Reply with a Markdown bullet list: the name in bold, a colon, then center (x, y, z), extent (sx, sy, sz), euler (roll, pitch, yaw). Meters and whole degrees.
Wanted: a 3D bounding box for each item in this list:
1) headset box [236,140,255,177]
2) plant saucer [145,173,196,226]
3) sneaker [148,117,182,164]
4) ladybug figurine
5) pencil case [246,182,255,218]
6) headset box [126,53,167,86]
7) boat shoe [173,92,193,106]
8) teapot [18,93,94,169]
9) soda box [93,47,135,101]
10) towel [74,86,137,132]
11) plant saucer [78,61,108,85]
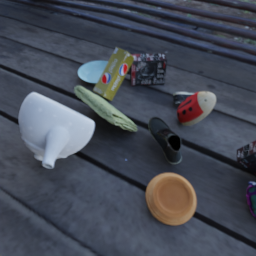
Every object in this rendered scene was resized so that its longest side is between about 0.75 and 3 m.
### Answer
- **headset box**: center (3.970, 0.788, 8.009), extent (0.984, 1.322, 0.511), euler (38, 45, -16)
- **plant saucer**: center (1.178, 1.862, 7.511), extent (1.413, 0.264, 1.413), euler (5, 61, -9)
- **sneaker**: center (1.191, 0.179, 8.716), extent (0.665, 0.944, 1.777), euler (-24, 61, -10)
- **ladybug figurine**: center (2.260, -0.699, 9.712), extent (0.600, 1.668, 1.132), euler (30, 48, -21)
- **pencil case**: center (4.375, 1.580, 7.572), extent (2.456, 1.045, 1.135), euler (-18, 14, -19)
- **headset box**: center (0.748, -2.442, 11.818), extent (1.629, 1.212, 0.629), euler (-3, 42, -2)
- **boat shoe**: center (2.519, -1.078, 10.969), extent (1.552, 0.557, 0.525), euler (1, 80, -8)
- **teapot**: center (-2.259, 0.137, 8.241), extent (2.325, 2.355, 1.720), euler (27, 91, 21)
- **soda box**: center (-0.565, -2.098, 11.029), extent (0.627, 0.663, 1.957), euler (32, 95, 30)
- **towel**: center (-0.798, -0.623, 9.686), extent (2.283, 1.694, 0.417), euler (39, 96, 32)
- **plant saucer**: center (-1.274, -2.356, 12.357), extent (1.849, 0.356, 1.849), euler (0, 43, 0)
